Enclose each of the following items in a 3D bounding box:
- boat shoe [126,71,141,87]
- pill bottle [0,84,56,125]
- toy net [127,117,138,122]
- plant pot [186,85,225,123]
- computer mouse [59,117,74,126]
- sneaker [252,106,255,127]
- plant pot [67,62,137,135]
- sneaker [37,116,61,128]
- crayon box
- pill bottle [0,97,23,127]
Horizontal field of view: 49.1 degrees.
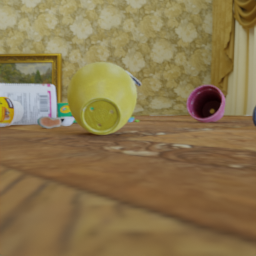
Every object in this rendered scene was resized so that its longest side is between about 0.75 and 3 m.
[{"bbox_3d":[0.132,-1.901,11.135,0.984,0.308,0.350,32,5,-38],"label":"boat shoe"},{"bbox_3d":[-3.979,-0.849,10.103,2.602,1.475,1.475,-1,4,-18],"label":"pill bottle"},{"bbox_3d":[-0.143,-0.413,13.075,0.716,0.264,1.365,-3,4,-44],"label":"toy net"},{"bbox_3d":[3.611,-0.945,12.537,1.610,1.610,1.441,2,-11,33],"label":"plant pot"},{"bbox_3d":[-2.206,-0.184,9.352,0.650,0.260,1.186,3,-5,-37],"label":"computer mouse"},{"bbox_3d":[4.189,-0.334,7.073,2.207,0.816,0.908,-2,6,-16],"label":"sneaker"},{"bbox_3d":[-0.527,-0.438,5.556,1.479,1.479,1.050,0,28,-3],"label":"plant pot"},{"bbox_3d":[-2.334,-0.142,8.005,0.387,0.346,0.969,-5,-3,18],"label":"sneaker"},{"bbox_3d":[-2.187,-0.718,12.470,1.735,0.851,2.922,-2,5,-10],"label":"crayon box"},{"bbox_3d":[-4.070,-0.492,8.435,0.940,0.940,1.720,2,4,28],"label":"pill bottle"}]
